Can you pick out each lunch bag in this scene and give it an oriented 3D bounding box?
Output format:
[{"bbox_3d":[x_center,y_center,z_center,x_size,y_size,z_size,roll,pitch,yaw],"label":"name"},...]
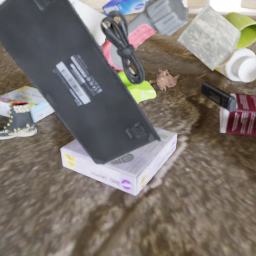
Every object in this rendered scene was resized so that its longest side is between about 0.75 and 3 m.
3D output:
[{"bbox_3d":[2.306,-2.593,7.715,1.314,0.942,1.603,40,52,-2],"label":"lunch bag"}]

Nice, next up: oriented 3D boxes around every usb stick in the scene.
[{"bbox_3d":[2.535,-0.912,7.949,0.268,0.456,1.643,-6,26,-11],"label":"usb stick"}]

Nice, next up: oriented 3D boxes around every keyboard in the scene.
[{"bbox_3d":[-0.574,-0.856,4.279,1.798,2.995,0.384,-26,20,25],"label":"keyboard"}]

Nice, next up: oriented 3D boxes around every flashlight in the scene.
[{"bbox_3d":[0.227,-2.165,6.888,0.951,0.954,2.809,19,-24,-35],"label":"flashlight"}]

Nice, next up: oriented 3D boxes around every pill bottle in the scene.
[{"bbox_3d":[5.017,-3.085,13.156,1.479,1.479,2.641,-5,28,-9],"label":"pill bottle"}]

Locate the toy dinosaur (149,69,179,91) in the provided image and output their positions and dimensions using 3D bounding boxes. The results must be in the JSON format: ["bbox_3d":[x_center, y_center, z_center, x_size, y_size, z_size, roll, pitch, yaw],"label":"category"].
[{"bbox_3d":[1.683,-2.011,12.103,1.600,0.687,1.084,-3,34,-33],"label":"toy dinosaur"}]

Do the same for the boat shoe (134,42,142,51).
[{"bbox_3d":[0.342,-3.502,10.650,0.530,0.665,1.758,6,51,-1],"label":"boat shoe"}]

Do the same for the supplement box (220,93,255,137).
[{"bbox_3d":[4.370,-0.363,8.729,2.808,0.855,1.528,7,28,15],"label":"supplement box"}]

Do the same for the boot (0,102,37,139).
[{"bbox_3d":[-3.477,-0.232,8.297,1.374,1.038,0.496,-5,29,-9],"label":"boot"}]

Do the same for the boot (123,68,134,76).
[{"bbox_3d":[-0.671,-2.249,12.577,2.041,0.741,1.856,-6,30,-25],"label":"boot"}]

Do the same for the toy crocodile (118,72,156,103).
[{"bbox_3d":[-0.439,-0.803,6.738,2.450,0.756,0.827,-9,45,-30],"label":"toy crocodile"}]

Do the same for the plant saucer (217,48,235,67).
[{"bbox_3d":[3.333,-2.992,10.382,1.425,1.425,0.210,-9,18,-17],"label":"plant saucer"}]

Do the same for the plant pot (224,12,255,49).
[{"bbox_3d":[3.689,-3.381,9.399,0.993,0.993,1.062,-10,56,-18],"label":"plant pot"}]

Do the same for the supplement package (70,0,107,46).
[{"bbox_3d":[-2.354,-3.670,10.071,2.827,1.652,1.658,11,4,-44],"label":"supplement package"}]

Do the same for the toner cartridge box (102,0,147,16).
[{"bbox_3d":[0.156,-4.753,10.507,2.346,0.506,1.114,15,56,48],"label":"toner cartridge box"}]

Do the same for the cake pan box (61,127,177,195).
[{"bbox_3d":[-0.148,0.521,7.362,2.205,0.626,2.394,17,33,25],"label":"cake pan box"}]

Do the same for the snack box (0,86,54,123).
[{"bbox_3d":[-3.537,-0.863,9.936,1.773,0.600,1.496,16,33,26],"label":"snack box"}]
